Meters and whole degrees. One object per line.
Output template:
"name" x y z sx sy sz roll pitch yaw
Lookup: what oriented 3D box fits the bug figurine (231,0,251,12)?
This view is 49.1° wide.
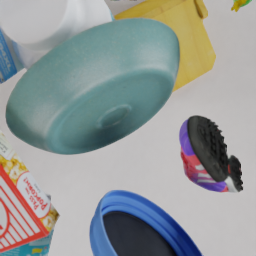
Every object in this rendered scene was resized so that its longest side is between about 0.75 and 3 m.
"bug figurine" 2.325 -3.469 4.860 0.737 2.221 2.864 0 61 -23

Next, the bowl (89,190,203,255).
"bowl" 0.295 1.629 3.726 1.873 1.873 0.368 42 105 15

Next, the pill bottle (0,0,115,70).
"pill bottle" -0.833 -1.354 4.659 1.524 2.751 1.524 -1 86 13

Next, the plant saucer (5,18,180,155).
"plant saucer" -0.309 -0.326 4.144 2.757 2.757 0.496 -26 69 -10

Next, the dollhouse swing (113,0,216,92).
"dollhouse swing" 0.894 -2.382 7.861 2.348 2.064 2.134 -31 31 -11

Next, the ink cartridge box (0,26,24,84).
"ink cartridge box" -2.725 -1.673 4.709 1.784 2.775 1.738 -15 113 5

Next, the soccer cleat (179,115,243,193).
"soccer cleat" 1.128 0.534 4.275 0.842 2.300 0.784 -10 63 29

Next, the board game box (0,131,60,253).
"board game box" -1.982 0.726 3.535 1.425 0.436 1.881 -26 105 17

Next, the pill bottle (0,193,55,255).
"pill bottle" -1.731 1.872 4.498 0.929 0.929 1.678 10 79 4
